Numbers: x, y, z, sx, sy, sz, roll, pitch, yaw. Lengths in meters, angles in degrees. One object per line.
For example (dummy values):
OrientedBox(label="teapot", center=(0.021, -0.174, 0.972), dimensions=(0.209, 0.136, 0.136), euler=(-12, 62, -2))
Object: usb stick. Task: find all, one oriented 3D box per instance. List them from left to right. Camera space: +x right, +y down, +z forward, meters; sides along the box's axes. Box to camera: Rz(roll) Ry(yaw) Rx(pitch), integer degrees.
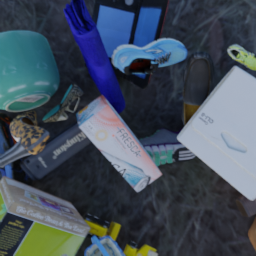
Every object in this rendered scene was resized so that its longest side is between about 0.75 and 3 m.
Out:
OrientedBox(label="usb stick", center=(-1.520, 0.348, 7.533), dimensions=(2.823, 0.460, 0.783), euler=(-36, 122, -11))

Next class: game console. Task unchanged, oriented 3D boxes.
OrientedBox(label="game console", center=(-0.192, -2.733, 8.331), dimensions=(2.255, 1.553, 2.617), euler=(14, 107, 2))

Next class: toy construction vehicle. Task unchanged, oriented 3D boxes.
OrientedBox(label="toy construction vehicle", center=(-0.539, 4.038, 8.498), dimensions=(2.491, 0.877, 2.169), euler=(22, 73, -1))

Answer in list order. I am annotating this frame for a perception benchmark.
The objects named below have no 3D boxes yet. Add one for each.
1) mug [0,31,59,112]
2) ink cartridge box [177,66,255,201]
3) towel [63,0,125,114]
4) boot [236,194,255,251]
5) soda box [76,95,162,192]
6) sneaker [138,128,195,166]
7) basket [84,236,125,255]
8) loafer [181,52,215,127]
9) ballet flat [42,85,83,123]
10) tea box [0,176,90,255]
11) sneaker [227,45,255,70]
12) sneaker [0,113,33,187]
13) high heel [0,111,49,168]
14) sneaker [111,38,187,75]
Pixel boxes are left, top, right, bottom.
OrientedBox(label="mug", center=(-3.385, -1.413, 8.101), dimensions=(2.740, 2.251, 1.694), euler=(-19, 84, -22))
OrientedBox(label="ink cartridge box", center=(2.969, 0.151, 7.060), dimensions=(2.114, 2.910, 2.104), euler=(41, 105, 21))
OrientedBox(label="towel", center=(-0.905, -1.850, 7.626), dimensions=(0.681, 2.750, 2.031), euler=(-23, 47, 0))
OrientedBox(label="boot", center=(4.678, 2.731, 8.510), dimensions=(2.152, 1.034, 2.944), euler=(-24, 92, -10))
OrientedBox(label="soda box", center=(-0.209, 0.458, 7.359), dimensions=(0.902, 0.839, 2.638), euler=(-37, 117, 3))
OrientedBox(label="sneaker", center=(0.766, 0.574, 8.816), dimensions=(2.596, 0.966, 1.136), euler=(-4, 46, -3))
OrientedBox(label="basket", center=(-0.573, 3.529, 7.459), dimensions=(0.952, 1.369, 1.207), euler=(-29, 63, -26))
OrientedBox(label="loafer", center=(2.001, -0.933, 8.110), dimensions=(0.917, 2.519, 0.911), euler=(4, 42, 13))
OrientedBox(label="ballet flat", center=(-1.946, -0.612, 8.611), dimensions=(0.591, 0.532, 1.568), euler=(38, 103, -23))
OrientedBox(label="tea box", center=(-2.801, 3.007, 7.596), dimensions=(2.410, 1.610, 2.371), euler=(36, 84, -34))
OrientedBox(label="sneaker", center=(2.890, -1.697, 6.930), dimensions=(1.031, 0.389, 0.394), euler=(38, 41, 27))
OrientedBox(label="sneaker", center=(-3.880, 1.088, 8.716), dimensions=(1.172, 1.125, 2.988), euler=(-20, 79, 11))
OrientedBox(label="high heel", center=(-2.414, -0.013, 7.362), dimensions=(1.581, 2.218, 0.792), euler=(-27, 121, 21))
OrientedBox(label="sneaker", center=(0.634, -1.663, 7.109), dimensions=(1.995, 0.782, 0.897), euler=(-14, 47, -15))
